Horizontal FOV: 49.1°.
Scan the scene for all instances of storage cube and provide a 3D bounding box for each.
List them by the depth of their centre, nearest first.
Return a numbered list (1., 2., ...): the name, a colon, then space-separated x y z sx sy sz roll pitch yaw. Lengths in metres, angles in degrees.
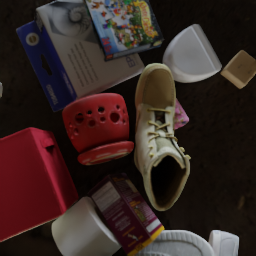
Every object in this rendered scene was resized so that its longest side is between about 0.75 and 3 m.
1. storage cube: -2.585 1.322 6.700 2.224 1.901 1.999 -23 87 -2

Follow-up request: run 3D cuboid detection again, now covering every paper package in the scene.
1. paper package: 3.101 -1.604 7.713 0.731 0.397 0.767 40 85 3

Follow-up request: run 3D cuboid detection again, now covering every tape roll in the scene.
1. tape roll: -0.958 2.560 6.782 1.026 1.494 1.494 -39 86 -3

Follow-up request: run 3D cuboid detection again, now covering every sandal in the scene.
1. sandal: 1.064 3.030 7.125 2.206 0.542 0.898 2 72 21

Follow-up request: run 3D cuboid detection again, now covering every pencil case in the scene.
1. pencil case: 1.142 -0.580 7.553 0.510 0.533 1.232 -30 83 12

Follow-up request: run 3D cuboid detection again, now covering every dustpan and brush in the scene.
1. dustpan and brush: 1.289 -1.718 7.697 2.105 0.602 1.469 -29 90 -10

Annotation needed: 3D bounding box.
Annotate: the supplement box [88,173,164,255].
1. supplement box: -0.040 2.037 6.831 0.763 0.983 1.781 -42 72 14

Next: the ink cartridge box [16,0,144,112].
1. ink cartridge box: -1.357 -2.196 7.612 2.738 0.556 2.732 -26 85 -5

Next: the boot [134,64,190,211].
1. boot: 0.722 0.090 6.256 1.035 2.221 2.872 3 107 -6

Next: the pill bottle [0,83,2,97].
1. pill bottle: -4.166 -1.151 7.496 1.338 0.743 0.743 25 85 2

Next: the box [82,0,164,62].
1. box: -0.241 -3.030 7.290 1.581 0.436 2.314 -19 83 -11

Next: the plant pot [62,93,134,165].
1. plant pot: -0.701 0.099 6.858 1.571 1.571 1.431 -14 80 -1

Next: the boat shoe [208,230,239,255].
1. boat shoe: 2.390 3.833 7.034 0.804 0.845 2.346 6 75 9
